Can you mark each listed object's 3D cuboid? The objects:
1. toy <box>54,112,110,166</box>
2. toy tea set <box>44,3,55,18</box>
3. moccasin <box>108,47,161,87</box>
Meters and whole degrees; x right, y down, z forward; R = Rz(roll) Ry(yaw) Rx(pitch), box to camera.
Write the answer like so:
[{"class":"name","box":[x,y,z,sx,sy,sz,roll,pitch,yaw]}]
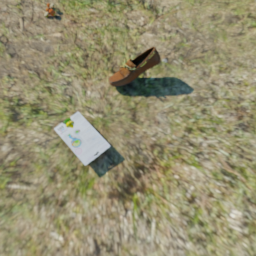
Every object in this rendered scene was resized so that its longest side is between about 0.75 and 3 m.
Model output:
[{"class":"toy","box":[-1.518,0.373,9.259,1.020,0.418,1.772,-38,69,-17]},{"class":"toy tea set","box":[-3.494,-5.329,12.718,0.509,0.317,0.857,-14,59,26]},{"class":"moccasin","box":[0.174,-2.232,10.254,2.107,0.813,0.771,-27,47,10]}]
